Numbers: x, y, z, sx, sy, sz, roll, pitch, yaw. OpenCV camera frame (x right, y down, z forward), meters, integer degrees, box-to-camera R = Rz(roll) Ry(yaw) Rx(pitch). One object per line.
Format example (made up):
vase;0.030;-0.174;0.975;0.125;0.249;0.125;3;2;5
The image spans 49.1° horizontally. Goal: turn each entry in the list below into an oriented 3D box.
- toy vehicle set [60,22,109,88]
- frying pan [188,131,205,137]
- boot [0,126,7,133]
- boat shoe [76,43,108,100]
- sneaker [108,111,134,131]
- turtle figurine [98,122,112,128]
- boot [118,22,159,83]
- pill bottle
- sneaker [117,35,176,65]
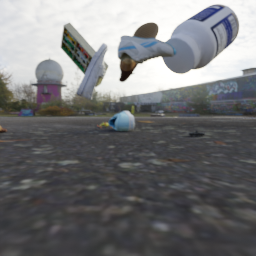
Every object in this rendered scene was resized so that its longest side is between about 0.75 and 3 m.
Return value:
toy vehicle set;-2.029;-3.226;12.643;0.350;2.643;1.642;-39;-6;-27
frying pan;2.494;0.219;10.519;0.622;0.167;1.028;0;1;-9
boot;-5.885;0.095;11.865;1.168;0.423;0.972;-1;-9;0
boat shoe;-0.960;-1.701;8.565;0.578;1.770;0.651;26;5;-8
sneaker;-0.450;-0.368;13.712;1.080;0.974;2.636;4;2;-12
turtle figurine;-1.340;-0.180;16.121;1.002;0.323;0.808;-1;3;-14
boot;0.336;-3.064;11.438;0.824;2.276;1.893;36;-18;3
pill bottle;2.223;-2.726;8.716;1.524;1.524;2.744;3;34;46
sneaker;0.474;-2.008;7.466;1.618;0.654;0.619;13;-3;23
